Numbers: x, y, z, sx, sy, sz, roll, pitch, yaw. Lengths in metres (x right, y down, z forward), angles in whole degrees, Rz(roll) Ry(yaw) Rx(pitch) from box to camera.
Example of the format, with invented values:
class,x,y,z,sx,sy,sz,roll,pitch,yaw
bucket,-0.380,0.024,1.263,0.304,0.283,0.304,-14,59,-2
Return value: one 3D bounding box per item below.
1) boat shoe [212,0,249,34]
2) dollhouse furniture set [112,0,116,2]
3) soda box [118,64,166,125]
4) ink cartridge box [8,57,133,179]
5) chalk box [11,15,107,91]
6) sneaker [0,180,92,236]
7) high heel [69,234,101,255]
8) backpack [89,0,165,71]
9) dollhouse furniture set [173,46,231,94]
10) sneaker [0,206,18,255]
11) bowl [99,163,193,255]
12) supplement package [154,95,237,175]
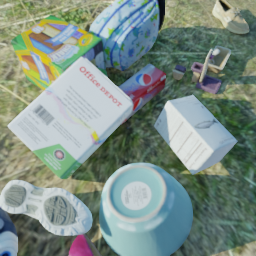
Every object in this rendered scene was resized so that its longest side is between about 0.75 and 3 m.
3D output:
class,x,y,z,sx,sy,sz,roll,pitch,yaw
boat shoe,4.151,-4.500,11.262,0.706,0.636,1.957,-21,58,-14
dollhouse furniture set,-0.470,-6.273,12.462,1.037,0.717,1.099,31,60,20
soda box,0.233,-1.108,8.855,0.754,0.683,2.154,37,62,23
ink cartridge box,-1.391,-0.232,7.294,1.856,1.076,2.563,43,80,6
chalk box,-1.858,-1.967,8.808,2.803,1.749,1.737,32,61,21
sneaker,-1.720,1.807,6.463,2.304,1.145,0.898,15,74,23
high heel,-0.386,3.002,5.992,2.000,0.673,0.959,10,65,23
backpack,-0.060,-3.305,9.550,2.811,2.293,2.161,-28,73,-12
dollhouse furniture set,2.664,-2.536,9.392,1.608,1.440,2.029,24,58,16
sneaker,-3.552,2.738,5.978,2.299,0.926,1.684,-24,54,-21
bowl,0.293,1.684,6.339,2.261,1.183,2.261,-7,50,9
supplement package,1.709,0.138,7.358,1.025,1.029,1.754,-15,56,-36
